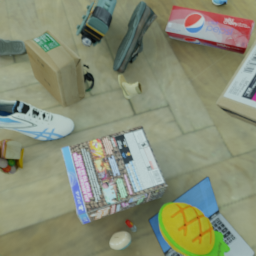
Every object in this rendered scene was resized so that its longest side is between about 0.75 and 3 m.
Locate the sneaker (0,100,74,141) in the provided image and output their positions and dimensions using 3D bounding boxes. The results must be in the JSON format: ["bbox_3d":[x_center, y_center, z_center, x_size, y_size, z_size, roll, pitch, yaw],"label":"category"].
[{"bbox_3d":[-2.933,-0.288,8.398,2.653,0.961,0.953,11,51,-16],"label":"sneaker"}]

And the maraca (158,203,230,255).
[{"bbox_3d":[1.468,2.362,6.233,1.805,0.966,1.238,33,36,5],"label":"maraca"}]

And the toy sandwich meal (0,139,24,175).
[{"bbox_3d":[-3.326,0.820,7.985,0.350,1.023,1.023,-10,56,28],"label":"toy sandwich meal"}]

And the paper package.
[{"bbox_3d":[-2.293,-1.878,8.981,0.940,1.732,1.817,-35,64,-25],"label":"paper package"}]

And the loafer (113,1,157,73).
[{"bbox_3d":[0.334,-3.198,10.130,0.913,1.043,2.904,25,75,-21],"label":"loafer"}]

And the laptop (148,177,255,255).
[{"bbox_3d":[1.827,2.666,6.789,1.904,1.179,2.034,-31,61,-16],"label":"laptop"}]

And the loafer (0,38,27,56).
[{"bbox_3d":[-4.426,-2.932,10.398,1.792,0.624,0.674,12,95,17],"label":"loafer"}]

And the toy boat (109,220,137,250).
[{"bbox_3d":[-0.074,2.768,7.149,0.378,0.684,0.813,51,50,-15],"label":"toy boat"}]

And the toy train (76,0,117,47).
[{"bbox_3d":[-1.069,-4.100,10.364,1.050,1.404,2.463,30,53,-23],"label":"toy train"}]

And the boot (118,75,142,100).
[{"bbox_3d":[0.071,-1.425,9.171,0.310,0.661,0.851,-25,96,-55],"label":"boot"}]

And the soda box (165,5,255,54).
[{"bbox_3d":[2.903,-3.534,10.111,2.900,0.920,1.015,18,96,18],"label":"soda box"}]

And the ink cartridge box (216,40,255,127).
[{"bbox_3d":[3.727,-1.166,7.003,2.440,0.917,2.011,-59,33,4],"label":"ink cartridge box"}]

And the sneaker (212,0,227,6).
[{"bbox_3d":[3.837,-5.772,11.929,0.541,0.620,1.380,-11,61,-6],"label":"sneaker"}]

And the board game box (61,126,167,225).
[{"bbox_3d":[-0.411,1.252,7.595,2.324,1.126,1.853,-15,62,-11],"label":"board game box"}]

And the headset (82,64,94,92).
[{"bbox_3d":[-1.451,-1.723,9.727,0.621,0.473,1.006,-12,79,23],"label":"headset"}]
